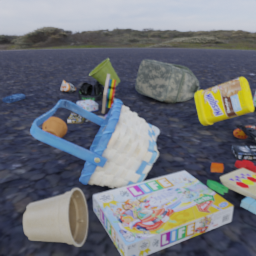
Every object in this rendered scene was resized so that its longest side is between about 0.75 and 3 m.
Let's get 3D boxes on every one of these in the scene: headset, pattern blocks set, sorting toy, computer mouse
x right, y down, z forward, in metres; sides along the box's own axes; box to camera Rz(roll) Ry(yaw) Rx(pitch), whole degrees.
[{"bbox_3d":[-1.911,-1.931,15.211,1.344,1.022,2.176,6,36,6],"label":"headset"},{"bbox_3d":[2.856,1.314,6.490,2.337,0.189,2.054,-2,21,-36],"label":"pattern blocks set"},{"bbox_3d":[-0.826,-1.461,12.302,0.439,1.261,1.254,9,52,-3],"label":"sorting toy"},{"bbox_3d":[4.013,0.201,8.937,1.212,0.320,0.840,18,27,-46],"label":"computer mouse"}]

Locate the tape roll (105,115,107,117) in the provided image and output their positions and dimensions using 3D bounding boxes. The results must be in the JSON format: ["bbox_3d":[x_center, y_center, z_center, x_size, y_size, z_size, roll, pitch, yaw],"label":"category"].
[{"bbox_3d":[-0.373,-0.126,10.156,1.051,0.447,1.051,1,32,0],"label":"tape roll"}]

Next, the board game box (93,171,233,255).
[{"bbox_3d":[0.664,1.640,5.704,2.364,0.405,1.589,-10,23,-25],"label":"board game box"}]

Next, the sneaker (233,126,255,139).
[{"bbox_3d":[4.056,0.171,9.876,1.097,0.400,0.423,-6,3,-32],"label":"sneaker"}]

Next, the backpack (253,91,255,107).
[{"bbox_3d":[6.380,-1.403,12.589,1.546,1.373,1.164,-12,27,-41],"label":"backpack"}]

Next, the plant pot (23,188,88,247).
[{"bbox_3d":[-1.327,1.659,5.090,0.924,1.009,1.009,-9,19,9],"label":"plant pot"}]

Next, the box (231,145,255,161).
[{"bbox_3d":[3.616,0.757,8.429,0.842,0.183,0.674,3,21,8],"label":"box"}]

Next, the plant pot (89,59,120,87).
[{"bbox_3d":[-1.115,-2.657,14.503,1.337,1.270,1.337,-34,22,16],"label":"plant pot"}]

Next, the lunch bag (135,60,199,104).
[{"bbox_3d":[2.046,-2.396,14.694,2.321,1.928,2.767,6,14,-38],"label":"lunch bag"}]

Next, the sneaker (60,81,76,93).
[{"bbox_3d":[-3.539,-2.354,16.406,0.599,0.607,1.551,10,14,-30],"label":"sneaker"}]

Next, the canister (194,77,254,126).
[{"bbox_3d":[3.409,-0.929,10.023,1.779,1.321,0.770,-18,-14,40],"label":"canister"}]

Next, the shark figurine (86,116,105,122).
[{"bbox_3d":[-0.701,-0.077,8.810,0.694,1.162,0.485,-32,34,30],"label":"shark figurine"}]

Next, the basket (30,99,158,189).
[{"bbox_3d":[-0.736,0.256,6.856,2.764,1.923,2.437,31,20,-6],"label":"basket"}]

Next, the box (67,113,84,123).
[{"bbox_3d":[-2.141,-0.412,11.578,0.625,0.193,0.783,-2,21,1],"label":"box"}]

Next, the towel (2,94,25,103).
[{"bbox_3d":[-5.927,-1.555,14.543,0.614,0.267,1.101,7,22,21],"label":"towel"}]

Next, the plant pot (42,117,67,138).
[{"bbox_3d":[-2.522,0.134,9.380,0.820,0.820,0.574,2,38,7],"label":"plant pot"}]

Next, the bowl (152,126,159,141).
[{"bbox_3d":[0.265,0.370,8.814,1.424,0.640,1.424,0,20,0],"label":"bowl"}]

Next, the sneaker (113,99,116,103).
[{"bbox_3d":[-0.620,-1.215,13.404,0.502,0.458,1.241,-7,23,-26],"label":"sneaker"}]

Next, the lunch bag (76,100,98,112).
[{"bbox_3d":[-1.903,-0.992,12.878,0.821,0.387,1.024,-17,27,-34],"label":"lunch bag"}]
